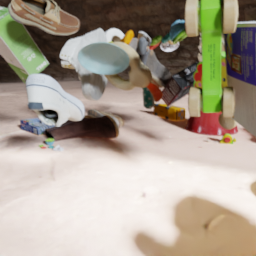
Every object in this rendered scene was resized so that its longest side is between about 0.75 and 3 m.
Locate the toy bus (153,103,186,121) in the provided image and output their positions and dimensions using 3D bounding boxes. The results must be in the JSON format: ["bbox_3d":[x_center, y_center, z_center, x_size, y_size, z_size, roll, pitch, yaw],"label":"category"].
[{"bbox_3d":[2.347,-0.981,16.434,0.875,0.728,2.236,-6,15,-25],"label":"toy bus"}]

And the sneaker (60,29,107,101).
[{"bbox_3d":[-1.744,-2.227,10.564,1.728,2.990,1.101,-8,-27,23],"label":"sneaker"}]

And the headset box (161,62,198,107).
[{"bbox_3d":[2.155,-1.699,11.465,1.348,0.700,1.812,-31,-12,-22],"label":"headset box"}]

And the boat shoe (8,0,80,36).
[{"bbox_3d":[-1.815,-2.568,6.367,1.630,0.617,0.585,1,-23,-36],"label":"boat shoe"}]

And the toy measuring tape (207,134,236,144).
[{"bbox_3d":[3.772,0.426,11.312,1.136,0.418,0.418,4,14,16],"label":"toy measuring tape"}]

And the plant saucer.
[{"bbox_3d":[-0.686,-2.025,7.943,1.471,0.283,1.471,1,-23,0],"label":"plant saucer"}]

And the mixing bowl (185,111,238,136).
[{"bbox_3d":[4.014,-0.549,13.410,2.468,1.337,2.468,-1,14,0],"label":"mixing bowl"}]

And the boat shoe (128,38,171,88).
[{"bbox_3d":[0.732,-2.584,11.762,0.957,2.665,1.009,-4,49,48],"label":"boat shoe"}]

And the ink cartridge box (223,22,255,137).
[{"bbox_3d":[2.402,-0.854,5.172,0.466,2.126,2.146,-11,21,2],"label":"ink cartridge box"}]

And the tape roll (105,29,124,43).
[{"bbox_3d":[-0.612,-3.639,12.203,1.267,1.267,0.443,-12,3,-41],"label":"tape roll"}]

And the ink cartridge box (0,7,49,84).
[{"bbox_3d":[-3.081,-2.154,7.917,1.241,2.390,0.709,27,66,37],"label":"ink cartridge box"}]

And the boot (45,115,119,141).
[{"bbox_3d":[-1.954,0.191,11.705,2.355,1.024,2.831,-22,23,-32],"label":"boot"}]

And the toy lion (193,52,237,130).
[{"bbox_3d":[3.006,-1.246,8.040,0.805,2.247,2.345,-26,-5,-35],"label":"toy lion"}]

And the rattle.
[{"bbox_3d":[0.398,-1.878,8.949,2.466,1.606,1.762,32,33,15],"label":"rattle"}]

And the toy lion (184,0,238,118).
[{"bbox_3d":[1.692,-1.437,5.666,0.841,2.451,2.349,0,31,18],"label":"toy lion"}]

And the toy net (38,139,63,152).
[{"bbox_3d":[-2.893,0.677,10.599,0.633,0.233,1.206,-12,18,-41],"label":"toy net"}]

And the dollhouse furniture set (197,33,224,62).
[{"bbox_3d":[3.380,-2.869,10.220,1.332,1.138,2.571,-20,29,30],"label":"dollhouse furniture set"}]

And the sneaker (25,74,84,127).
[{"bbox_3d":[-1.753,-0.435,6.722,0.874,0.847,2.392,4,-13,15],"label":"sneaker"}]

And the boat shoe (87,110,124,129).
[{"bbox_3d":[-1.141,-0.385,13.929,2.319,0.878,0.833,24,22,39],"label":"boat shoe"}]

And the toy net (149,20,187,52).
[{"bbox_3d":[1.053,-2.151,7.086,1.038,0.382,1.979,-37,1,9],"label":"toy net"}]

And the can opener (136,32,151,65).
[{"bbox_3d":[0.397,-2.555,9.669,0.481,1.805,0.604,36,68,10],"label":"can opener"}]

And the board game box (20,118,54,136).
[{"bbox_3d":[-4.003,-0.157,13.468,1.668,0.514,1.667,12,19,41],"label":"board game box"}]
